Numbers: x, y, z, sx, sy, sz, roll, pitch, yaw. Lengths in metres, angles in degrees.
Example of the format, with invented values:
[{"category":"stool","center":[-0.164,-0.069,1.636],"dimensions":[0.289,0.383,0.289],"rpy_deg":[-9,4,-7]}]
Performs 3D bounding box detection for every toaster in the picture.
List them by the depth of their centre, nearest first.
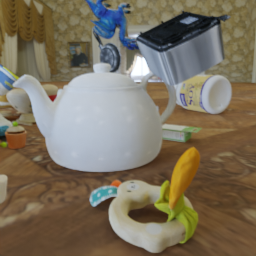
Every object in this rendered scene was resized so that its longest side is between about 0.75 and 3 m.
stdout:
[{"category":"toaster","center":[1.137,-1.736,5.910],"dimensions":[1.418,0.931,1.568],"rpy_deg":[-29,33,-6]}]

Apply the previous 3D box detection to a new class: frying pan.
[{"category":"frying pan","center":[-0.754,-2.730,9.679],"dimensions":[0.277,1.699,1.028],"rpy_deg":[-22,6,-43]}]

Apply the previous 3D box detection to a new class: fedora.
[{"category":"fedora","center":[-6.615,-1.574,15.478],"dimensions":[1.838,0.749,1.838],"rpy_deg":[0,13,0]}]

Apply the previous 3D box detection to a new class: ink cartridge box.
[{"category":"ink cartridge box","center":[1.503,0.161,8.193],"dimensions":[1.168,0.346,0.606],"rpy_deg":[7,14,28]}]

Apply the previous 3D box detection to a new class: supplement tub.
[{"category":"supplement tub","center":[3.480,-1.666,13.466],"dimensions":[1.751,1.751,2.408],"rpy_deg":[-7,14,-30]}]

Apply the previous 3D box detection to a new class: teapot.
[{"category":"teapot","center":[-0.496,-0.392,6.481],"dimensions":[2.888,2.137,2.926],"rpy_deg":[4,12,16]}]

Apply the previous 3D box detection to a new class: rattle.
[{"category":"rattle","center":[0.081,0.704,3.724],"dimensions":[1.126,1.236,1.730],"rpy_deg":[-29,30,-21]}]

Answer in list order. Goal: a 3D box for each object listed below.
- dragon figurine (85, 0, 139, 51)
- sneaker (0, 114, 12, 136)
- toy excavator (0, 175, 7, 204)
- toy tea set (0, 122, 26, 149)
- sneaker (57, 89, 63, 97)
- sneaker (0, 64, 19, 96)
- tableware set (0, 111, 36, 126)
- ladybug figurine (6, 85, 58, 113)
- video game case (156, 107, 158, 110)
[{"category":"dragon figurine","center":[-0.692,-3.256,8.585],"dimensions":[2.564,1.275,0.754],"rpy_deg":[21,-2,0]},{"category":"sneaker","center":[-4.402,-0.294,8.628],"dimensions":[2.651,1.071,1.014],"rpy_deg":[12,16,43]},{"category":"toy excavator","center":[-3.181,0.666,4.555],"dimensions":[2.145,1.071,2.085],"rpy_deg":[4,10,-27]},{"category":"toy tea set","center":[-3.575,0.211,6.696],"dimensions":[1.385,0.862,2.328],"rpy_deg":[5,13,24]},{"category":"sneaker","center":[-3.243,-1.485,14.362],"dimensions":[2.878,1.019,1.051],"rpy_deg":[7,14,31]},{"category":"sneaker","center":[-4.153,-1.669,8.375],"dimensions":[1.902,0.782,0.703],"rpy_deg":[34,-1,16]},{"category":"tableware set","center":[-4.186,-0.547,11.644],"dimensions":[2.461,0.342,2.946],"rpy_deg":[5,12,24]},{"category":"ladybug figurine","center":[-3.902,-1.236,11.752],"dimensions":[1.877,0.995,2.765],"rpy_deg":[-5,12,10]},{"category":"video game case","center":[0.158,-0.569,10.670],"dimensions":[1.607,0.202,2.244],"rpy_deg":[-2,-3,-5]}]
